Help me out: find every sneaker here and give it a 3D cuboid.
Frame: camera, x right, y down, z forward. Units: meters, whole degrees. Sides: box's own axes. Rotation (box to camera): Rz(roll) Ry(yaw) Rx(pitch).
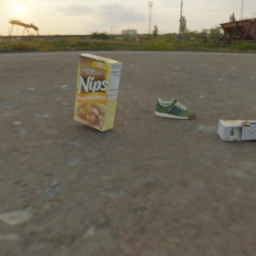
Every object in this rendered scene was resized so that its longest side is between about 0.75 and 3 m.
[{"bbox_3d":[2.131,-0.901,12.619,1.851,0.831,0.621,6,21,15],"label":"sneaker"}]

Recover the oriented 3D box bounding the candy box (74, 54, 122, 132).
[{"bbox_3d":[-1.211,-1.368,10.801,1.527,2.645,0.731,20,25,26],"label":"candy box"}]

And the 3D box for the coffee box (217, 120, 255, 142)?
[{"bbox_3d":[4.102,0.093,10.236,1.432,0.571,0.819,2,20,6],"label":"coffee box"}]
